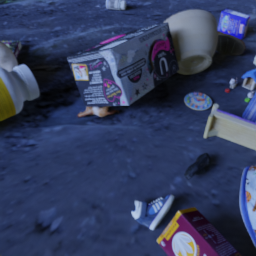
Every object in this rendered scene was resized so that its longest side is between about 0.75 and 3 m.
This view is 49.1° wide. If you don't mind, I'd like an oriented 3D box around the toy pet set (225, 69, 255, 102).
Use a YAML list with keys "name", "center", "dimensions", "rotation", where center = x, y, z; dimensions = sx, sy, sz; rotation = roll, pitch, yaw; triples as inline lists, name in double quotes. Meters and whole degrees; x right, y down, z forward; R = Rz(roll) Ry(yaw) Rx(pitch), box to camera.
- name: "toy pet set"
  center: [4.048, -1.448, 9.297]
  dimensions: [1.178, 0.626, 1.100]
  rotation: [33, 52, 29]

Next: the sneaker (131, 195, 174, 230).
- name: "sneaker"
  center: [0.505, 1.693, 6.150]
  dimensions: [0.696, 0.383, 0.950]
  rotation: [30, 56, 22]

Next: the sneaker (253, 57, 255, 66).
- name: "sneaker"
  center: [5.926, -2.733, 10.358]
  dimensions: [2.413, 1.025, 0.929]
  rotation: [-8, 44, -8]

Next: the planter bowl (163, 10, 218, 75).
- name: "planter bowl"
  center: [2.182, -2.826, 9.908]
  dimensions: [2.168, 2.168, 1.459]
  rotation: [-5, 69, -5]

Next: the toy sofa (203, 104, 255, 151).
- name: "toy sofa"
  center: [3.161, 0.043, 7.581]
  dimensions: [1.988, 0.823, 0.970]
  rotation: [23, 49, 22]

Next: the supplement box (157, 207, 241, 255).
- name: "supplement box"
  center: [1.357, 2.297, 5.049]
  dimensions: [0.646, 0.832, 1.507]
  rotation: [8, 28, -47]

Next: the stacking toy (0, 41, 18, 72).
- name: "stacking toy"
  center: [-4.959, -2.380, 9.532]
  dimensions: [2.048, 2.048, 2.803]
  rotation: [-18, 36, -18]

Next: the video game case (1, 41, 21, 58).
- name: "video game case"
  center: [-5.340, -2.925, 11.066]
  dimensions: [1.843, 0.330, 1.671]
  rotation: [-3, 44, -3]

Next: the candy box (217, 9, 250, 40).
- name: "candy box"
  center: [4.624, -4.544, 12.305]
  dimensions: [1.165, 0.985, 0.449]
  rotation: [33, 55, 29]

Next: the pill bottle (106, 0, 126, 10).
- name: "pill bottle"
  center: [-0.629, -6.458, 14.644]
  dimensions: [0.956, 0.544, 0.544]
  rotation: [10, 44, 8]

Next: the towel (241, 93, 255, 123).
- name: "towel"
  center: [4.620, -0.310, 8.200]
  dimensions: [2.191, 0.261, 1.586]
  rotation: [27, 56, 24]

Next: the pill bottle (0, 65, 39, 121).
- name: "pill bottle"
  center: [-4.024, -0.862, 8.045]
  dimensions: [2.667, 1.494, 1.494]
  rotation: [-30, 51, -28]

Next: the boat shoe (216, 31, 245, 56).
- name: "boat shoe"
  center: [3.691, -3.622, 11.450]
  dimensions: [2.283, 0.821, 0.776]
  rotation: [24, 49, 23]

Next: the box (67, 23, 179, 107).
- name: "box"
  center: [-0.011, -1.900, 8.495]
  dimensions: [1.869, 1.623, 2.829]
  rotation: [3, 31, 42]

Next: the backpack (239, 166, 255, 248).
- name: "backpack"
  center: [3.065, 1.310, 5.121]
  dimensions: [1.791, 2.214, 2.325]
  rotation: [-11, 27, 27]

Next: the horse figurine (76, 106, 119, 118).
- name: "horse figurine"
  center: [-0.906, -0.555, 8.603]
  dimensions: [1.185, 0.296, 0.785]
  rotation: [8, 36, 12]

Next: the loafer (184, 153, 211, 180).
- name: "loafer"
  center: [1.743, 0.987, 6.872]
  dimensions: [1.017, 0.345, 0.357]
  rotation: [-34, 89, -38]

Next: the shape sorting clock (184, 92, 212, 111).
- name: "shape sorting clock"
  center: [2.242, -0.867, 8.999]
  dimensions: [0.868, 0.170, 0.868]
  rotation: [1, 41, -1]
